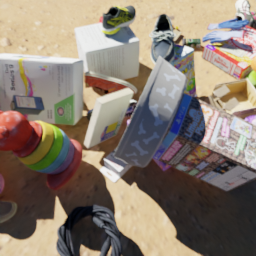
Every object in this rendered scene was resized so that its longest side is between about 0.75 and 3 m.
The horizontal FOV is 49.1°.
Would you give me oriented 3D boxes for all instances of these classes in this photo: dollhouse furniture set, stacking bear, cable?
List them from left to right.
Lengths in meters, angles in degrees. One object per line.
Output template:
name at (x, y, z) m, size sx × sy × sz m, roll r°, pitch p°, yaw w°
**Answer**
stacking bear at (-2.359, 0.416, 7.055) m, size 1.328 × 2.335 × 1.418 m, roll -36°, pitch 49°, yaw 11°
cable at (-0.935, 2.550, 6.458) m, size 1.593 × 0.496 × 1.952 m, roll -34°, pitch 41°, yaw 11°
dollhouse furniture set at (2.730, -0.300, 8.532) m, size 0.909 × 1.284 × 1.397 m, roll -30°, pitch 78°, yaw -21°

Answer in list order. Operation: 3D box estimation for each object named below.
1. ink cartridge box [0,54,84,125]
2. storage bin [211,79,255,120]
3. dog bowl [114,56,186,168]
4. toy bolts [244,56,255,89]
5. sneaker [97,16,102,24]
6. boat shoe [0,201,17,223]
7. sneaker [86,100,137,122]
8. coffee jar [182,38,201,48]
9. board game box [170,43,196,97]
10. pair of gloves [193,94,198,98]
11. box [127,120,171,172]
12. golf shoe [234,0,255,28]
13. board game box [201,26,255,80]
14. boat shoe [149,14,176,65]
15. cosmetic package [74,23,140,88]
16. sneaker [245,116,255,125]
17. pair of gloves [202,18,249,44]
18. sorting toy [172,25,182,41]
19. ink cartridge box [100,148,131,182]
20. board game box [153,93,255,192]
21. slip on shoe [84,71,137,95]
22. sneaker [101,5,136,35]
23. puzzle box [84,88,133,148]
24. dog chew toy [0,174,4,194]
ink cartridge box at (-2.800, -1.208, 8.661) m, size 2.635 × 1.915 × 1.153 m, roll 6°, pitch 18°, yaw 6°
storage bin at (3.648, -0.924, 9.406) m, size 1.258 × 0.594 × 1.267 m, roll -11°, pitch 54°, yaw -9°
dog bowl at (0.549, -0.308, 7.170) m, size 0.852 × 2.904 × 2.904 m, roll 25°, pitch 56°, yaw 0°
toy bolts at (5.478, -1.572, 9.153) m, size 2.540 × 1.762 × 2.426 m, roll 0°, pitch 53°, yaw 0°
sneaker at (-1.205, -4.312, 12.034) m, size 1.665 × 0.652 × 0.962 m, roll -21°, pitch 46°, yaw -30°
boat shoe at (-3.737, 2.132, 7.142) m, size 1.654 × 0.537 × 0.597 m, roll -5°, pitch 53°, yaw -4°
sneaker at (-0.587, -0.579, 9.115) m, size 1.762 × 0.692 × 0.786 m, roll -17°, pitch 35°, yaw -30°
coffee jar at (2.585, -3.475, 11.489) m, size 0.751 × 0.321 × 0.392 m, roll 2°, pitch 60°, yaw 1°
board game box at (1.582, -1.715, 9.151) m, size 0.882 × 1.712 × 0.898 m, roll -35°, pitch 44°, yaw -20°
pair of gloves at (2.044, -1.163, 9.905) m, size 0.609 × 0.086 × 0.757 m, roll -37°, pitch 60°, yaw -24°
box at (1.036, 0.240, 8.655) m, size 1.325 × 0.379 × 1.936 m, roll -29°, pitch 59°, yaw -19°
golf shoe at (5.113, -5.174, 12.568) m, size 0.788 × 0.690 × 1.789 m, roll -11°, pitch 53°, yaw 0°
board game box at (4.402, -3.064, 11.024) m, size 2.412 × 0.559 × 1.827 m, roll -36°, pitch 61°, yaw -24°
boat shoe at (1.067, -2.703, 8.493) m, size 0.790 × 0.652 × 2.109 m, roll 2°, pitch 51°, yaw 15°
cosmetic package at (-0.751, -2.706, 10.108) m, size 1.888 × 1.570 × 1.580 m, roll -17°, pitch 52°, yaw -13°
sneaker at (3.821, 0.115, 8.563) m, size 2.039 × 0.820 × 0.902 m, roll -29°, pitch 52°, yaw -25°
pair of gloves at (3.891, -3.876, 11.202) m, size 1.645 × 0.233 × 2.046 m, roll 4°, pitch 42°, yaw 27°
sorting toy at (1.906, -4.087, 12.086) m, size 0.746 × 0.134 × 1.001 m, roll 22°, pitch 56°, yaw 21°
ink cartridge box at (-0.252, 0.975, 8.124) m, size 0.628 × 0.362 × 1.084 m, roll 35°, pitch 61°, yaw 23°
board game box at (2.026, 0.472, 7.192) m, size 2.350 × 1.873 × 1.138 m, roll 25°, pitch 64°, yaw 2°
slip on shoe at (-0.587, -1.360, 9.244) m, size 1.892 × 0.701 × 0.579 m, roll 11°, pitch 92°, yaw -29°
sneaker at (-0.272, -3.829, 9.524) m, size 0.642 × 0.730 × 1.725 m, roll 27°, pitch 56°, yaw 20°
puzzle box at (-0.580, -0.250, 7.904) m, size 1.183 × 1.778 × 0.226 m, roll -25°, pitch 60°, yaw -41°
dog chew toy at (-4.066, 1.231, 7.282) m, size 2.049 × 1.276 × 1.276 m, roll 23°, pitch 56°, yaw 24°
